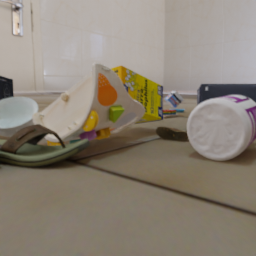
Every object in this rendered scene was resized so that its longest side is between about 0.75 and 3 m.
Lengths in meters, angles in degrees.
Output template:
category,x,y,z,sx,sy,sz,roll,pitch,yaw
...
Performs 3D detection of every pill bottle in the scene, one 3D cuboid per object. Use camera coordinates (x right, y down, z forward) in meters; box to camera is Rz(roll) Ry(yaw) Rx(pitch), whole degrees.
category,x,y,z,sx,sy,sz,roll,pitch,yaw
pill bottle,2.658,-0.116,7.309,1.456,1.456,2.593,7,12,34

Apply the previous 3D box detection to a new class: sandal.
category,x,y,z,sx,sy,sz,roll,pitch,yaw
sandal,-2.367,0.333,6.442,2.952,0.842,1.172,2,10,10

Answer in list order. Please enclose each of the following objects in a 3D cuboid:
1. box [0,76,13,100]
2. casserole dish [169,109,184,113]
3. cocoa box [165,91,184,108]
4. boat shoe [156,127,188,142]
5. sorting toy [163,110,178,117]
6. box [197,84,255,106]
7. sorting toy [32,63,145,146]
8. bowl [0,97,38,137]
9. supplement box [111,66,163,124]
category,x,y,z,sx,sy,sz,roll,pitch,yaw
box,-5.363,-1.101,11.289,1.017,1.899,1.410,-1,3,-1
casserole dish,2.829,-0.980,16.153,0.901,0.175,0.546,3,10,15
cocoa box,2.385,-1.478,14.614,0.631,0.641,0.962,-42,7,3
boat shoe,1.392,0.201,8.741,1.066,0.384,0.360,12,6,24
sorting toy,1.886,-0.746,14.171,0.923,0.323,0.929,-7,9,-36
box,4.278,-1.082,12.149,2.420,1.445,2.461,2,1,11
sorting toy,-0.803,-0.267,7.847,2.723,1.455,2.452,-30,-22,34
bowl,-3.697,-0.241,9.061,1.695,0.762,1.695,-1,41,1
supplement box,0.039,-1.007,9.433,1.295,1.287,2.364,-8,-14,39
